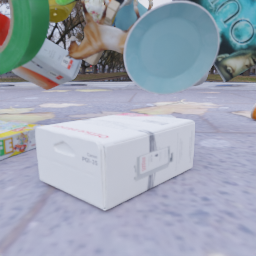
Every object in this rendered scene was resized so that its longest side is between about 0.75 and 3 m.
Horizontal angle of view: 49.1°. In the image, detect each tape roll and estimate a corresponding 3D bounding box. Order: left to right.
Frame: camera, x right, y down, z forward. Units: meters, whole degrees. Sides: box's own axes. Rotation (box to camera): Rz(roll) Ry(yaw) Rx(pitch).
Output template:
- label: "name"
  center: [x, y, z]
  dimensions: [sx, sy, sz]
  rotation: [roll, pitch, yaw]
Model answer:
- label: "tape roll"
  center: [-3.117, -2.608, 5.791]
  dimensions: [2.985, 2.985, 0.717]
  rotation: [4, 27, 18]

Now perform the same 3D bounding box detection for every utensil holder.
- label: "utensil holder"
  center: [1.707, -1.592, 7.733]
  dimensions: [0.743, 0.743, 0.874]
  rotation: [8, 1, 34]

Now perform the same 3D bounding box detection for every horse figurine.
- label: "horse figurine"
  center: [-0.247, -2.130, 6.068]
  dimensions: [2.222, 1.472, 0.554]
  rotation: [8, 4, 5]

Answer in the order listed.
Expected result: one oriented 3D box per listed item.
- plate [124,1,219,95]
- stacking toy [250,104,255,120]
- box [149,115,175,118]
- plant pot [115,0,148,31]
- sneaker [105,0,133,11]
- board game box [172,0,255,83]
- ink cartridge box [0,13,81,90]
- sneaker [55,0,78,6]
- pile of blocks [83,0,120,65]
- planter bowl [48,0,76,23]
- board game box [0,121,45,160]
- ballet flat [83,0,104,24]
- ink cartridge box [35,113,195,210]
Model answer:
- label: "plate"
  center: [0.750, -1.359, 4.941]
  dimensions: [1.706, 1.706, 0.218]
  rotation: [-2, 38, -10]
- label: "stacking toy"
  center: [4.423, -0.399, 8.803]
  dimensions: [0.685, 0.685, 0.937]
  rotation: [-7, 32, -32]
- label: "box"
  center: [0.396, -0.058, 7.231]
  dimensions: [1.820, 0.375, 1.419]
  rotation: [-2, 12, -7]
- label: "plant pot"
  center: [0.203, -3.989, 10.627]
  dimensions: [1.611, 1.513, 1.611]
  rotation: [-34, 5, 4]
- label: "sneaker"
  center: [-0.142, -4.313, 9.476]
  dimensions: [0.613, 1.619, 0.745]
  rotation: [31, -11, 21]
- label: "board game box"
  center: [2.182, -2.709, 6.010]
  dimensions: [1.954, 2.889, 0.407]
  rotation: [-33, 1, 31]
- label: "ink cartridge box"
  center: [-2.968, -2.007, 7.360]
  dimensions: [2.887, 0.724, 2.341]
  rotation: [23, -12, -30]
- label: "sneaker"
  center: [-0.844, -2.721, 5.468]
  dimensions: [1.434, 0.550, 0.601]
  rotation: [-8, -1, 25]
- label: "pile of blocks"
  center: [-0.908, -2.871, 8.326]
  dimensions: [0.663, 2.134, 0.876]
  rotation: [30, 38, -3]
- label: "planter bowl"
  center: [-2.560, -4.155, 9.542]
  dimensions: [1.879, 0.782, 1.879]
  rotation: [-13, -10, -2]
- label: "board game box"
  center: [-2.977, 0.300, 5.292]
  dimensions: [1.644, 0.419, 2.446]
  rotation: [5, 12, 22]
- label: "ballet flat"
  center: [-0.779, -2.930, 6.472]
  dimensions: [0.517, 1.368, 0.437]
  rotation: [9, -31, -20]
- label: "ink cartridge box"
  center: [-0.138, 0.318, 4.189]
  dimensions: [1.456, 0.823, 1.988]
  rotation: [10, 15, 41]
